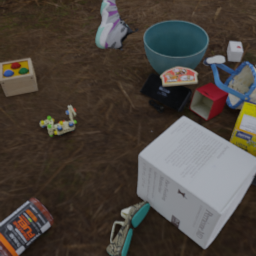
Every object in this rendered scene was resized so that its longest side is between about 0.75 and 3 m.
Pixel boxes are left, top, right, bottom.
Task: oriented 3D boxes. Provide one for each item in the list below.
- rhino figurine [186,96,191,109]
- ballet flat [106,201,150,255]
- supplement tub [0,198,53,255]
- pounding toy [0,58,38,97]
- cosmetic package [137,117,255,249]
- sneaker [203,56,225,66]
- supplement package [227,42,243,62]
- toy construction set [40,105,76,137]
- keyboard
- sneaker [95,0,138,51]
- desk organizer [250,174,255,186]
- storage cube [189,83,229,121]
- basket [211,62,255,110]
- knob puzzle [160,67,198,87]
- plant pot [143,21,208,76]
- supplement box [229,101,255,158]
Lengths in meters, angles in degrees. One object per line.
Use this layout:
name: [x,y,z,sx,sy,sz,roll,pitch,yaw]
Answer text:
rhino figurine: [2.100,-1.620,12.383,0.562,0.822,1.879,-24,51,-23]
ballet flat: [-0.055,2.874,8.291,0.720,0.648,1.911,14,51,27]
supplement tub: [-3.136,2.969,7.886,1.030,1.030,1.927,31,54,26]
pounding toy: [-5.609,-2.512,13.064,2.321,1.062,2.039,-13,48,-13]
cosmetic package: [1.965,1.555,8.398,2.671,2.202,2.204,34,55,29]
sneaker: [3.489,-2.736,11.471,0.796,0.321,0.583,-8,5,-6]
supplement package: [5.647,-4.039,14.830,0.618,0.611,1.020,7,47,6]
toy construction set: [-2.691,-0.212,11.193,1.543,0.711,1.012,-31,53,-12]
keyboard: [1.508,-1.397,12.161,2.391,0.307,1.436,33,93,40]
sneaker: [-0.357,-4.524,12.014,1.697,2.426,0.943,11,11,1]
desk organizer: [4.664,1.435,9.463,2.433,0.873,0.937,23,48,20]
storage cube: [3.365,-1.107,11.707,1.047,1.165,0.996,-26,51,-31]
basket: [4.594,-1.795,11.691,2.468,1.717,2.176,28,38,-13]
knob puzzle: [1.969,-2.099,10.912,1.601,0.222,1.601,-7,36,5]
plant pot: [2.159,-3.430,13.264,2.875,1.936,2.875,-1,51,1]
supplement box: [4.589,0.065,10.487,1.102,1.109,2.025,21,44,19]
